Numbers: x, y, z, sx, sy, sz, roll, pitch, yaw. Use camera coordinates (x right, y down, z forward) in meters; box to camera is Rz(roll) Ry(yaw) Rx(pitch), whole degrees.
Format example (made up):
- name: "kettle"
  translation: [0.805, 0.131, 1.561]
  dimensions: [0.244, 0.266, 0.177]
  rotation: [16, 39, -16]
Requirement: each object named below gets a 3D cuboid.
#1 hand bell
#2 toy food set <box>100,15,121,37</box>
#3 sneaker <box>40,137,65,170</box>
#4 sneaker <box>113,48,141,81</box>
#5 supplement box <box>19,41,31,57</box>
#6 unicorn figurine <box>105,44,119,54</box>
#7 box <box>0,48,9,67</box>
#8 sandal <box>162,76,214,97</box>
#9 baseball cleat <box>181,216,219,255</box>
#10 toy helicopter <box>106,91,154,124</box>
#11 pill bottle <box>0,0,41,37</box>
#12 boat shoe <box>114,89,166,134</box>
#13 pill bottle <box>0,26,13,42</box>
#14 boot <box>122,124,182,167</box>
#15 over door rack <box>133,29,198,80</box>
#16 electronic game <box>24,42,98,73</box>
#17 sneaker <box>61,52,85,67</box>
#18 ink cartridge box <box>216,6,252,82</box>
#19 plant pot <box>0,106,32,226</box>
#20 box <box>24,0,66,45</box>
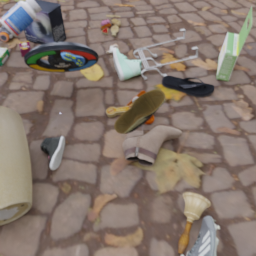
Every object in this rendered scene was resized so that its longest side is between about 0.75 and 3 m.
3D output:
- name: "hand bell"
  translation: [1.664, 2.685, 7.730]
  dimensions: [0.823, 0.823, 1.580]
  rotation: [18, 61, 17]
- name: "toy food set"
  translation: [-1.064, -5.875, 16.289]
  dimensions: [1.227, 0.304, 1.930]
  rotation: [8, 54, 8]
- name: "sneaker"
  translation: [-2.658, 0.862, 9.527]
  dimensions: [0.734, 0.524, 1.481]
  rotation: [0, 40, 2]
- name: "sneaker"
  translation: [-0.028, -3.073, 13.174]
  dimensions: [1.189, 0.742, 2.017]
  rotation: [-15, 57, -6]
- name: "supplement box"
  translation: [-5.280, -4.053, 14.380]
  dimensions: [0.527, 0.415, 0.805]
  rotation: [-15, 47, -14]
- name: "unicorn figurine"
  translation: [-0.803, -4.034, 14.463]
  dimensions: [0.648, 0.349, 0.944]
  rotation: [-8, 31, 6]
- name: "box"
  translation: [-7.026, -3.557, 13.885]
  dimensions: [1.865, 0.451, 1.094]
  rotation: [7, 47, 3]
- name: "sandal"
  translation: [2.590, -1.889, 12.199]
  dimensions: [2.304, 0.493, 0.876]
  rotation: [13, 47, 13]
- name: "baseball cleat"
  translation: [1.761, 3.148, 7.116]
  dimensions: [1.087, 0.712, 2.042]
  rotation: [7, 45, 6]
- name: "toy helicopter"
  translation: [0.091, -0.790, 11.004]
  dimensions: [1.963, 0.774, 1.298]
  rotation: [-6, 50, 10]
- name: "pill bottle"
  translation: [-4.629, -4.867, 12.192]
  dimensions: [1.685, 0.946, 0.946]
  rotation: [-42, 54, 0]
- name: "boat shoe"
  translation: [0.374, -0.461, 8.282]
  dimensions: [1.782, 0.578, 0.652]
  rotation: [-36, 71, 13]
- name: "pill bottle"
  translation: [-6.632, -5.265, 15.369]
  dimensions: [0.709, 0.709, 1.335]
  rotation: [-1, 46, -1]
- name: "boot"
  translation: [0.843, 0.618, 9.694]
  dimensions: [2.058, 0.723, 1.505]
  rotation: [4, 52, 5]
- name: "over door rack"
  translation: [1.758, -3.360, 13.202]
  dimensions: [2.723, 0.907, 2.012]
  rotation: [-22, 45, 7]
- name: "electronic game"
  translation: [-2.479, -2.564, 10.569]
  dimensions: [2.726, 2.726, 0.567]
  rotation: [-5, 86, -5]
- name: "sneaker"
  translation: [-1.803, -2.299, 9.191]
  dimensions: [0.914, 0.324, 0.379]
  rotation: [13, 29, -46]
- name: "ink cartridge box"
  translation: [4.666, -3.734, 12.437]
  dimensions: [0.657, 2.738, 1.993]
  rotation: [14, 47, 9]
- name: "plant pot"
  translation: [-3.888, 1.262, 8.000]
  dimensions: [2.612, 2.612, 2.789]
  rotation: [-22, 65, -21]
- name: "box"
  translation: [-4.501, -5.506, 14.733]
  dimensions: [1.953, 1.938, 1.204]
  rotation: [17, 48, 17]
